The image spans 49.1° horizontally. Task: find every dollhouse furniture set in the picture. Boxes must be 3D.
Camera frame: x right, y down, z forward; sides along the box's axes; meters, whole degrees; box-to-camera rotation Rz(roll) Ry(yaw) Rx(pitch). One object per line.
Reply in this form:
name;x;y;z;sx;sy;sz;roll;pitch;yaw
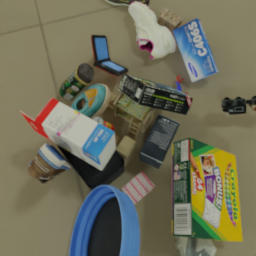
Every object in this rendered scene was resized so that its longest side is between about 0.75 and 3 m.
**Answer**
dollhouse furniture set;-0.441;-0.308;9.046;1.973;1.097;1.745;31;73;11

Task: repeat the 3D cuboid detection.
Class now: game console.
game console;-0.581;-2.461;9.496;1.304;1.513;0.898;26;112;5

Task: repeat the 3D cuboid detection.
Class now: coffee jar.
coffee jar;-1.671;-1.498;9.119;0.564;1.323;0.690;33;40;-28

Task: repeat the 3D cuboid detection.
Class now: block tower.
block tower;1.978;-3.791;10.647;1.852;0.535;0.500;37;74;14

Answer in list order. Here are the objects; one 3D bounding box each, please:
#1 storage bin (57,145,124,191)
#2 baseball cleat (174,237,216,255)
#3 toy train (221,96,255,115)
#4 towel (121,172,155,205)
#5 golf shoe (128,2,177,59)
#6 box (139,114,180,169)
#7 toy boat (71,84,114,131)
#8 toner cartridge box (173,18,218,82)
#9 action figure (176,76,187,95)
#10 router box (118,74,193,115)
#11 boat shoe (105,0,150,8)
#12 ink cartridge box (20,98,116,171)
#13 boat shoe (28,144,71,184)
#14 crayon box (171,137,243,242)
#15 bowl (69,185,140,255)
storage bin;-1.126;0.891;8.720;1.308;0.907;1.935;-38;75;-12
baseball cleat;1.970;3.816;7.722;1.157;0.758;2.174;-9;71;-3
toy train;4.360;-0.713;8.960;2.688;0.458;0.616;-3;106;4
towel;0.312;1.873;8.765;0.889;0.133;0.651;-38;74;-13
golf shoe;0.651;-3.614;10.369;1.170;0.963;2.557;-35;73;-8
box;0.957;0.454;8.785;0.744;1.031;1.389;24;72;8
toy boat;-1.107;-0.575;8.857;1.583;0.875;1.883;-45;54;14
toner cartridge box;2.343;-2.669;9.741;0.924;0.420;1.945;-21;91;28
action figure;1.878;-1.324;9.762;0.506;0.333;1.022;-3;66;39
router box;0.824;-1.023;8.535;1.864;1.397;0.579;10;108;-31
boat shoe;-0.115;-5.256;11.116;2.054;0.618;0.732;19;71;7
ink cartridge box;-1.596;0.102;7.759;2.462;1.431;0.828;29;70;10
boat shoe;-2.248;1.010;7.744;0.900;2.486;0.898;-43;84;-11
crayon box;2.194;1.759;7.765;2.151;0.727;2.493;19;64;-33
bowl;-0.669;2.931;7.080;0.570;2.903;2.903;19;68;-26
